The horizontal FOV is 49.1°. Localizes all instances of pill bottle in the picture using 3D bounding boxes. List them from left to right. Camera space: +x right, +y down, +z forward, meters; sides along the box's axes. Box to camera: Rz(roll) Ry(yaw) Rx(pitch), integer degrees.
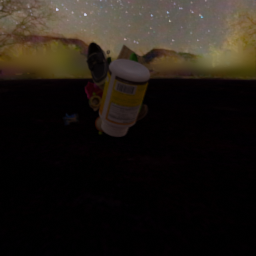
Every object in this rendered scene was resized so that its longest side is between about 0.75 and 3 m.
[{"bbox_3d":[-0.208,-0.929,9.343,1.329,2.433,1.329,12,34,-8],"label":"pill bottle"}]

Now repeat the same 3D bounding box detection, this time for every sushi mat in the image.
[{"bbox_3d":[-0.394,-1.939,11.786,1.347,2.816,0.170,40,22,29],"label":"sushi mat"}]

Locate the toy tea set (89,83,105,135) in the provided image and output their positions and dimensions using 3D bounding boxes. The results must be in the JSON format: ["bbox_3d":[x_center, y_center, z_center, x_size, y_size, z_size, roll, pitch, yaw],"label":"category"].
[{"bbox_3d":[-0.834,-0.797,10.611,1.240,2.085,0.772,-20,-1,-7],"label":"toy tea set"}]

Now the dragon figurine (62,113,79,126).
[{"bbox_3d":[-2.589,-0.425,12.518,0.700,0.414,1.407,-3,15,-13],"label":"dragon figurine"}]

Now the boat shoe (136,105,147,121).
[{"bbox_3d":[-0.014,-0.610,11.949,1.798,0.681,0.645,-17,-20,31],"label":"boat shoe"}]

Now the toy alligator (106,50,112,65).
[{"bbox_3d":[-0.782,-2.696,11.853,0.385,1.162,0.279,1,-5,27],"label":"toy alligator"}]

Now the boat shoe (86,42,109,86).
[{"bbox_3d":[-1.186,-2.449,10.508,0.839,0.756,2.333,-29,41,17],"label":"boat shoe"}]

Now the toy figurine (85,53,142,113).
[{"bbox_3d":[-0.692,-1.703,11.038,2.148,2.334,1.752,2,21,18],"label":"toy figurine"}]
